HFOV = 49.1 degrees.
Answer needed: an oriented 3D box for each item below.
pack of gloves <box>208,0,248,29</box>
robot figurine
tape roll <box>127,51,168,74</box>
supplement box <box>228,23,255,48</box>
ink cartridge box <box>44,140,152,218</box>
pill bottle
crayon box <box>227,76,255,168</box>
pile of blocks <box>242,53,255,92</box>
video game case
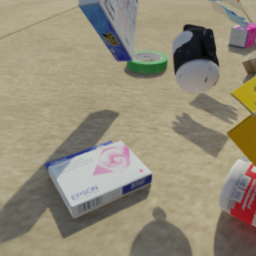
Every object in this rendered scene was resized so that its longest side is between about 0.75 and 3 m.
[{"bbox_3d":[3.063,-4.018,9.319,0.403,1.715,2.041,-44,49,12],"label":"pack of gloves"},{"bbox_3d":[1.348,-1.376,5.603,0.887,1.069,1.422,-12,64,22],"label":"robot figurine"},{"bbox_3d":[0.777,-2.711,11.419,1.668,0.401,1.668,1,33,0],"label":"tape roll"},{"bbox_3d":[5.841,-4.626,13.913,0.858,0.877,1.696,27,40,36],"label":"supplement box"},{"bbox_3d":[-0.707,0.863,6.005,1.771,0.391,1.804,-19,39,-26],"label":"ink cartridge box"},{"bbox_3d":[2.593,1.320,4.695,1.854,1.041,1.041,23,40,32],"label":"pill bottle"},{"bbox_3d":[2.378,0.243,3.807,1.434,0.574,2.259,-29,74,-32],"label":"crayon box"},{"bbox_3d":[3.371,-1.690,5.408,2.637,0.819,1.082,-35,19,4],"label":"pile of blocks"},{"bbox_3d":[-0.407,-3.672,8.000,0.630,2.773,2.513,1,75,18],"label":"video game case"}]
